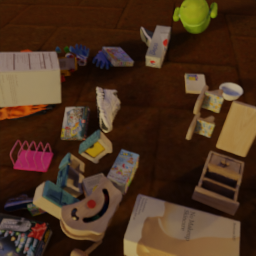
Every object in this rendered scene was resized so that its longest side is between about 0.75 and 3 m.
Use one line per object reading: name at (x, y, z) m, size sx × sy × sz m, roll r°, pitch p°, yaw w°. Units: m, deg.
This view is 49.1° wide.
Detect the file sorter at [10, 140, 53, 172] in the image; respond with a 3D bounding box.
file sorter at (-3.236, 0.908, 9.404) m, size 1.126 × 0.706 × 0.782 m, roll 5°, pitch 44°, yaw 5°

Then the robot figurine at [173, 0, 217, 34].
robot figurine at (3.677, -6.149, 15.377) m, size 2.301 × 1.517 × 2.622 m, roll 4°, pitch 1°, yaw 19°

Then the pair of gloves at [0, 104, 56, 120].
pair of gloves at (-4.442, -1.365, 11.997) m, size 2.531 × 0.351 × 2.840 m, roll -9°, pitch 44°, yaw -9°

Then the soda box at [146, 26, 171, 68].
soda box at (1.541, -4.121, 14.149) m, size 0.773 × 0.718 × 2.265 m, roll 13°, pitch 61°, yaw 13°

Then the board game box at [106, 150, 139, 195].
board game box at (-0.160, 1.398, 8.946) m, size 0.639 × 0.627 × 1.218 m, roll 17°, pitch 47°, yaw 14°

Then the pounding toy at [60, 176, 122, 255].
pounding toy at (-1.070, 2.364, 7.234) m, size 1.191 × 1.195 × 2.083 m, roll 26°, pitch 48°, yaw 8°

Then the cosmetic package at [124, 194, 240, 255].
cosmetic package at (1.364, 2.850, 7.224) m, size 2.722 × 0.968 × 1.432 m, roll 11°, pitch 45°, yaw 11°

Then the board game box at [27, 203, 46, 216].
board game box at (-2.355, 2.247, 8.076) m, size 0.944 × 0.635 × 0.137 m, roll -14°, pitch 55°, yaw -13°

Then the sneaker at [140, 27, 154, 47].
sneaker at (1.423, -5.152, 15.611) m, size 1.227 × 0.645 × 1.698 m, roll -17°, pitch 50°, yaw -10°

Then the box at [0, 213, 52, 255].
box at (-3.752, 3.188, 7.148) m, size 2.962 × 0.591 × 2.028 m, roll 8°, pitch 45°, yaw 8°

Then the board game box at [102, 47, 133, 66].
board game box at (-0.551, -3.607, 14.152) m, size 1.052 × 0.268 × 1.565 m, roll -8°, pitch 43°, yaw -30°

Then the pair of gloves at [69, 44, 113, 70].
pair of gloves at (-1.830, -3.552, 13.923) m, size 2.208 × 0.252 × 1.775 m, roll 11°, pitch 36°, yaw -15°

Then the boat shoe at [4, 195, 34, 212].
boat shoe at (-3.135, 2.182, 8.342) m, size 1.035 × 0.374 × 0.375 m, roll -7°, pitch 43°, yaw -7°

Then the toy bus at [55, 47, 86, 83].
toy bus at (-2.953, -2.834, 13.116) m, size 1.602 × 0.828 × 1.511 m, roll 38°, pitch 79°, yaw 9°

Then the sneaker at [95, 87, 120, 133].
sneaker at (-0.760, -0.795, 11.079) m, size 0.966 × 0.896 × 2.384 m, roll -1°, pitch 45°, yaw -10°

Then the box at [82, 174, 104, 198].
box at (-0.889, 2.000, 8.351) m, size 0.682 × 0.581 × 1.067 m, roll -14°, pitch 46°, yaw -20°

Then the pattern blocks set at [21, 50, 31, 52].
pattern blocks set at (-5.391, -3.175, 13.921) m, size 2.778 × 0.225 × 2.442 m, roll 12°, pitch 46°, yaw 12°

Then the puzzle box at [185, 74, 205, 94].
puzzle box at (3.066, -2.020, 12.783) m, size 0.883 × 0.169 × 1.328 m, roll 4°, pitch 44°, yaw 5°

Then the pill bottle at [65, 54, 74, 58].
pill bottle at (-2.935, -3.326, 13.938) m, size 0.427 × 0.427 × 0.769 m, roll -3°, pitch 44°, yaw -3°

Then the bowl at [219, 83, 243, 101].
bowl at (4.376, -1.485, 12.048) m, size 0.964 × 0.433 × 0.964 m, roll 0°, pitch 44°, yaw 0°

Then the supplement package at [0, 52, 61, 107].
supplement package at (-4.157, -1.966, 11.191) m, size 2.736 × 1.599 × 1.605 m, roll -6°, pitch 42°, yaw -18°

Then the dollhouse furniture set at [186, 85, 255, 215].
dollhouse furniture set at (2.913, 0.697, 7.897) m, size 2.639 × 2.873 × 1.869 m, roll 19°, pitch 41°, yaw 16°

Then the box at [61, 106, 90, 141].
box at (-1.950, -0.168, 10.406) m, size 0.898 × 0.248 × 1.314 m, roll -2°, pitch 62°, yaw 9°

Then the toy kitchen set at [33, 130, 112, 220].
toy kitchen set at (-1.441, 1.180, 7.967) m, size 1.761 × 1.295 × 2.198 m, roll -37°, pitch 30°, yaw 19°
